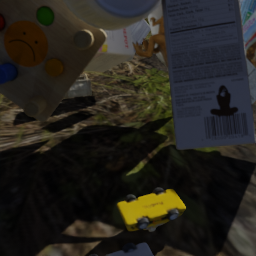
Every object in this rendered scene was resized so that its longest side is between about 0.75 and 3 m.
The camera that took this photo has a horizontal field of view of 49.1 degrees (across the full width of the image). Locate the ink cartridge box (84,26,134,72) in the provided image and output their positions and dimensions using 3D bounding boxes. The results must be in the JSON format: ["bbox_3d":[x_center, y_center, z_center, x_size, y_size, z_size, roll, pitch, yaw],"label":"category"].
[{"bbox_3d":[-1.023,-2.258,6.725,2.292,1.473,1.435,-3,-6,-38],"label":"ink cartridge box"}]

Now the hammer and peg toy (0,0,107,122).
[{"bbox_3d":[-2.136,-1.680,4.845,2.950,2.170,1.040,37,18,-11],"label":"hammer and peg toy"}]

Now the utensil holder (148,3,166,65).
[{"bbox_3d":[1.633,-3.243,7.732,2.290,2.695,2.290,-5,70,13],"label":"utensil holder"}]

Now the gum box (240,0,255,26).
[{"bbox_3d":[3.903,-2.785,7.212,0.466,1.776,2.091,-30,54,-27],"label":"gum box"}]

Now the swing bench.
[{"bbox_3d":[-1.932,-1.575,10.421,0.960,0.626,0.965,-9,29,-17],"label":"swing bench"}]

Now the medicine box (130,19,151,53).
[{"bbox_3d":[-0.213,-3.670,10.414,1.467,1.610,0.829,-58,28,-15],"label":"medicine box"}]

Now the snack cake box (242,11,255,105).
[{"bbox_3d":[1.977,-1.096,4.499,0.838,1.457,0.489,39,4,-17],"label":"snack cake box"}]

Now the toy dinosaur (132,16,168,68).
[{"bbox_3d":[0.765,-1.747,5.836,1.195,2.251,0.680,-11,-12,38],"label":"toy dinosaur"}]

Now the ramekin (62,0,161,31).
[{"bbox_3d":[-0.156,-2.273,4.023,1.709,1.709,0.796,-11,24,-21],"label":"ramekin"}]

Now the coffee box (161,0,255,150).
[{"bbox_3d":[0.875,-0.773,3.278,0.789,1.979,1.132,-6,-4,12],"label":"coffee box"}]

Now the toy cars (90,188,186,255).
[{"bbox_3d":[0.104,1.709,4.192,1.010,0.499,2.252,19,36,19],"label":"toy cars"}]
